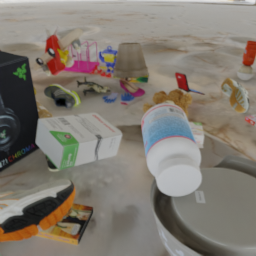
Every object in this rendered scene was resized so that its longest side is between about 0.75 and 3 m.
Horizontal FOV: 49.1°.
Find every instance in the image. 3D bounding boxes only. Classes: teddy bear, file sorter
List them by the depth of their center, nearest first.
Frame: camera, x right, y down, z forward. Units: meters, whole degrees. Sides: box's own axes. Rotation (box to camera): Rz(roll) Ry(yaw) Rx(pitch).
[{"bbox_3d":[1.413,-0.869,9.851,1.712,0.788,2.362,8,31,21],"label":"teddy bear"},{"bbox_3d":[-2.710,-3.724,14.301,2.070,1.298,1.438,8,31,14],"label":"file sorter"}]

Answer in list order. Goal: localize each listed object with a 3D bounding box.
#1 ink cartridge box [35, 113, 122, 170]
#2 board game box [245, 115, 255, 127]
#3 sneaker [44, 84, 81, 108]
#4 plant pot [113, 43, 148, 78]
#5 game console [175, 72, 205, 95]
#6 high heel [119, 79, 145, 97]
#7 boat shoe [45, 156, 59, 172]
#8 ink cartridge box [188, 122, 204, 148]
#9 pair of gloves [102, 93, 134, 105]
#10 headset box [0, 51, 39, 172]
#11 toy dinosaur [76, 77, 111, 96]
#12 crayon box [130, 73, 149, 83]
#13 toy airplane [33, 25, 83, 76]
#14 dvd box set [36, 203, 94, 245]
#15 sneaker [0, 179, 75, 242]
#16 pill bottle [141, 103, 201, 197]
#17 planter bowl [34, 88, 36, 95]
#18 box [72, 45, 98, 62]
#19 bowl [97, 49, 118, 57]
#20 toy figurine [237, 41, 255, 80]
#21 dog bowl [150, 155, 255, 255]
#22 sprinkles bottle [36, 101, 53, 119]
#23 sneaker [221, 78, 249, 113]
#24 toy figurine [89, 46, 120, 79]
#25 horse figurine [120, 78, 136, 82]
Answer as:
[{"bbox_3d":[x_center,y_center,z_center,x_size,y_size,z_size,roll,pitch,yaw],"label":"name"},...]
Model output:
[{"bbox_3d":[-1.284,0.277,7.420,1.829,0.769,1.335,-9,35,-42],"label":"ink cartridge box"},{"bbox_3d":[4.403,-0.196,9.321,0.596,0.157,0.779,-11,32,-18],"label":"board game box"},{"bbox_3d":[-2.636,-1.187,10.615,1.718,0.635,0.695,18,37,30],"label":"sneaker"},{"bbox_3d":[0.101,-3.023,12.378,1.582,1.373,1.582,-2,21,1],"label":"plant pot"},{"bbox_3d":[2.238,-1.623,10.215,0.642,0.932,1.081,-19,17,-4],"label":"game console"},{"bbox_3d":[0.126,-1.586,11.032,1.267,0.609,0.427,17,60,46],"label":"high heel"},{"bbox_3d":[-1.986,0.629,7.658,0.487,0.417,1.330,-7,29,-8],"label":"boat shoe"},{"bbox_3d":[1.968,0.203,8.446,0.563,0.324,0.961,3,32,5],"label":"ink cartridge box"},{"bbox_3d":[-0.386,-1.192,11.079,1.209,0.138,0.972,8,31,12],"label":"pair of gloves"},{"bbox_3d":[-3.634,-0.393,6.970,1.320,2.845,2.477,18,34,29],"label":"headset box"},{"bbox_3d":[-1.600,-1.728,11.694,0.922,0.496,2.091,-17,33,-38],"label":"toy dinosaur"},{"bbox_3d":[0.398,-2.358,12.952,1.088,0.276,0.691,5,30,7],"label":"crayon box"},{"bbox_3d":[-3.275,-3.524,13.052,2.451,2.441,1.730,19,-11,46],"label":"toy airplane"},{"bbox_3d":[-1.408,1.868,5.719,1.199,0.176,0.877,8,31,13],"label":"dvd box set"},{"bbox_3d":[-2.385,1.462,5.133,2.793,1.057,1.285,-22,50,-24],"label":"sneaker"},{"bbox_3d":[0.858,0.396,5.713,1.049,1.049,1.930,-1,35,-2],"label":"pill bottle"},{"bbox_3d":[-4.403,-1.234,10.034,1.989,1.989,0.828,7,69,13],"label":"planter bowl"},{"bbox_3d":[-2.367,-4.160,15.649,1.078,0.708,1.084,10,31,17],"label":"box"},{"bbox_3d":[-1.093,-3.976,15.498,1.203,0.540,1.203,0,30,0],"label":"bowl"},{"bbox_3d":[6.500,-2.798,12.423,2.519,1.780,2.559,-12,30,-31],"label":"toy figurine"},{"bbox_3d":[1.873,1.652,5.416,2.929,0.859,2.929,0,29,0],"label":"dog bowl"},{"bbox_3d":[-3.065,-0.558,9.640,0.455,0.455,1.335,-20,36,-31],"label":"sprinkles bottle"},{"bbox_3d":[4.243,-1.217,10.555,0.844,0.728,1.926,16,38,-18],"label":"sneaker"},{"bbox_3d":[-0.777,-3.220,13.403,2.217,1.328,1.170,12,32,20],"label":"toy figurine"},{"bbox_3d":[0.046,-2.279,12.323,1.027,0.387,1.550,-4,46,47],"label":"horse figurine"}]
